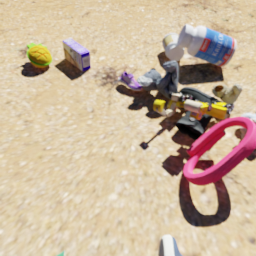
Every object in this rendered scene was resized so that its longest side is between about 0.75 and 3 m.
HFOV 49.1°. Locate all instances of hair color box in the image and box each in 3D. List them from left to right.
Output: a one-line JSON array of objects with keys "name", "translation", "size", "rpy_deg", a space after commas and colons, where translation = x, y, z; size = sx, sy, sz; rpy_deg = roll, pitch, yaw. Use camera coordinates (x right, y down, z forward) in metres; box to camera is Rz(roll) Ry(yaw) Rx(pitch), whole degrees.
[{"name": "hair color box", "translation": [-2.339, -3.314, 12.671], "size": [0.514, 0.868, 1.587], "rpy_deg": [-27, 49, -28]}]

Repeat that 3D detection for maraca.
[{"name": "maraca", "translation": [-4.025, -3.325, 12.635], "size": [1.093, 0.853, 1.595], "rpy_deg": [-1, 50, -32]}]

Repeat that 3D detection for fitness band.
[{"name": "fitness band", "translation": [2.551, 0.644, 7.903], "size": [2.410, 0.451, 1.731], "rpy_deg": [-42, 19, 2]}]

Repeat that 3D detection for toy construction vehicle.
[{"name": "toy construction vehicle", "translation": [2.222, -0.613, 9.504], "size": [2.018, 0.816, 2.318], "rpy_deg": [21, 18, 35]}]

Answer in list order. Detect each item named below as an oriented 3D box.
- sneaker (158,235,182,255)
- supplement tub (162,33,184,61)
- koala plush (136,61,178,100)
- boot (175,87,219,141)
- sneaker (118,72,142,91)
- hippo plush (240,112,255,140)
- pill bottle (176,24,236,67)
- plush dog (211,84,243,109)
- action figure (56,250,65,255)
[{"name": "sneaker", "translation": [1.362, 3.518, 5.505], "size": [1.191, 1.056, 2.818], "rpy_deg": [-5, 52, -8]}, {"name": "supplement tub", "translation": [2.129, -3.780, 13.150], "size": [0.905, 0.905, 1.251], "rpy_deg": [-3, 45, -4]}, {"name": "koala plush", "translation": [1.151, -1.785, 10.845], "size": [1.546, 1.421, 1.371], "rpy_deg": [0, 4, 11]}, {"name": "boot", "translation": [2.206, -0.573, 10.053], "size": [1.627, 0.648, 1.974], "rpy_deg": [22, 52, 24]}, {"name": "sneaker", "translation": [0.122, -1.901, 11.321], "size": [1.152, 0.509, 0.463], "rpy_deg": [34, 27, 22]}, {"name": "hippo plush", "translation": [4.272, -0.179, 9.321], "size": [1.246, 0.992, 1.002], "rpy_deg": [2, 45, 2]}, {"name": "pill bottle", "translation": [3.374, -3.641, 12.250], "size": [2.331, 1.308, 1.308], "rpy_deg": [16, 43, -9]}, {"name": "plush dog", "translation": [3.557, -1.260, 10.383], "size": [0.960, 1.118, 0.897], "rpy_deg": [27, 93, 8]}, {"name": "action figure", "translation": [-2.103, 3.325, 6.068], "size": [1.578, 0.431, 0.932], "rpy_deg": [-11, 46, -2]}]
